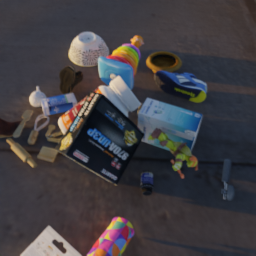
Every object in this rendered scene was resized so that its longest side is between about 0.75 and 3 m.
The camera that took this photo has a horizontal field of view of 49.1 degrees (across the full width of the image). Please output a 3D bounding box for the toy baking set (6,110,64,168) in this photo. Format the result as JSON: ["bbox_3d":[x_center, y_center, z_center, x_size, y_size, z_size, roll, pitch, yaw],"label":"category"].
[{"bbox_3d":[-3.585,0.379,11.001,2.719,0.316,2.087,33,52,20],"label":"toy baking set"}]

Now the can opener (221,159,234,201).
[{"bbox_3d":[3.425,1.761,9.486,0.455,0.363,1.362,4,74,31],"label":"can opener"}]

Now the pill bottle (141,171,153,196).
[{"bbox_3d":[0.650,1.906,9.653,0.438,0.438,0.783,2,50,1],"label":"pill bottle"}]

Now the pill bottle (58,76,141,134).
[{"bbox_3d":[-1.014,-0.527,10.276,2.774,1.584,1.584,-38,56,4],"label":"pill bottle"}]

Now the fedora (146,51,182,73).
[{"bbox_3d":[1.696,-2.995,13.497,1.704,0.695,1.704,1,50,-1],"label":"fedora"}]

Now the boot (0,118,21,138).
[{"bbox_3d":[-4.902,-0.167,10.813,1.520,1.264,0.550,-24,55,-18],"label":"boot"}]

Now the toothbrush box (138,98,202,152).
[{"bbox_3d":[1.487,-0.004,10.477,2.156,1.579,0.920,20,53,15],"label":"toothbrush box"}]

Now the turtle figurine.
[{"bbox_3d":[1.559,0.736,9.165,1.876,0.749,2.327,38,22,14],"label":"turtle figurine"}]

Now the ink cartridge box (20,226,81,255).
[{"bbox_3d":[-2.367,3.953,7.745,1.518,0.533,1.867,28,56,29],"label":"ink cartridge box"}]

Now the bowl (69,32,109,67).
[{"bbox_3d":[-2.040,-4.186,14.205,2.099,0.985,2.099,0,54,-1],"label":"bowl"}]

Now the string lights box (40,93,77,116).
[{"bbox_3d":[-2.944,-1.015,11.942,1.417,0.418,0.728,-14,43,-16],"label":"string lights box"}]

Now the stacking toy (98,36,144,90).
[{"bbox_3d":[-0.050,-3.124,12.337,1.612,1.524,2.777,20,59,14],"label":"stacking toy"}]

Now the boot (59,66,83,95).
[{"bbox_3d":[-2.381,-2.341,12.276,0.696,1.798,1.243,41,57,-1],"label":"boot"}]

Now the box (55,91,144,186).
[{"bbox_3d":[-0.764,0.413,9.012,0.607,2.637,2.096,18,73,42],"label":"box"}]

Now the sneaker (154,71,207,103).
[{"bbox_3d":[2.373,-1.989,12.589,2.478,0.916,1.019,25,52,11],"label":"sneaker"}]

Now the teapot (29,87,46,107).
[{"bbox_3d":[-3.958,-1.314,12.202,0.786,0.574,0.775,35,59,24],"label":"teapot"}]

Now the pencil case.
[{"bbox_3d":[-0.560,3.414,7.909,0.842,0.842,1.906,25,39,19],"label":"pencil case"}]

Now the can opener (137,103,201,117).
[{"bbox_3d":[1.666,-0.637,11.382,2.569,0.859,0.685,10,62,5],"label":"can opener"}]
